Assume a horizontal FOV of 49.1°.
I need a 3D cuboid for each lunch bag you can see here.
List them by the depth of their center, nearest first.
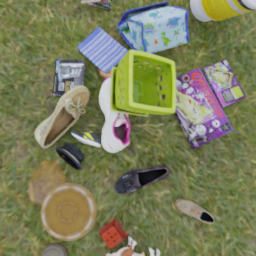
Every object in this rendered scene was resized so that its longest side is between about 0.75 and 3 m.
[{"bbox_3d":[0.862,-3.772,10.423,1.942,2.284,1.456,-19,123,-15],"label":"lunch bag"}]

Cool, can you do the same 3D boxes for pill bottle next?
[{"bbox_3d":[3.612,-4.805,10.081,1.611,2.819,1.611,-4,99,-24],"label":"pill bottle"}]

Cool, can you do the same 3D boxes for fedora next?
[{"bbox_3d":[-1.995,0.951,10.014,1.199,1.199,0.548,36,65,7],"label":"fedora"}]

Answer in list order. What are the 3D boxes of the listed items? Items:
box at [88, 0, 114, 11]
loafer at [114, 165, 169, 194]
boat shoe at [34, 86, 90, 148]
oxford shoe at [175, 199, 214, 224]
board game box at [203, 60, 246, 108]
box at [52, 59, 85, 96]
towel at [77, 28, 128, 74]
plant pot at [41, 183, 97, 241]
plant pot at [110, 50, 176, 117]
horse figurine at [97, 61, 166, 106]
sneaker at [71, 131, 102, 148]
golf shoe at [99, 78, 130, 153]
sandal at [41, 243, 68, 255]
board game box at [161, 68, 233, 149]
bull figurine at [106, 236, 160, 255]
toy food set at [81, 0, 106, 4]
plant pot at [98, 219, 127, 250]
[{"bbox_3d":[-1.098,-5.390,11.663,0.977,0.216,0.783,19,79,4],"label":"box"},{"bbox_3d":[0.478,1.792,9.989,2.076,0.654,0.746,-19,79,-4],"label":"loafer"},{"bbox_3d":[-2.271,-0.368,10.165,2.641,0.968,0.828,-51,38,-1],"label":"boat shoe"},{"bbox_3d":[2.360,2.907,9.822,1.453,0.543,0.512,23,79,4],"label":"oxford shoe"},{"bbox_3d":[3.736,-1.725,10.913,1.016,0.273,1.693,-21,79,-10],"label":"board game box"},{"bbox_3d":[-2.288,-1.927,10.888,1.122,0.354,1.423,2,78,0],"label":"box"},{"bbox_3d":[-1.009,-3.074,10.990,1.296,0.213,1.790,-44,70,-7],"label":"towel"},{"bbox_3d":[-2.129,2.985,9.951,2.021,0.278,2.021,0,79,-1],"label":"plant pot"},{"bbox_3d":[0.368,-1.268,9.062,1.757,1.602,1.765,7,79,-31],"label":"plant pot"},{"bbox_3d":[0.314,-1.773,10.677,1.831,0.689,2.762,-35,76,-14],"label":"horse figurine"},{"bbox_3d":[-1.519,0.337,10.437,1.232,0.459,0.521,24,73,-4],"label":"sneaker"},{"bbox_3d":[-0.366,-0.517,10.012,1.042,1.267,2.768,-2,84,-28],"label":"golf shoe"},{"bbox_3d":[-2.432,5.384,9.186,1.212,0.810,2.967,-2,79,0],"label":"sandal"},{"bbox_3d":[2.583,-0.756,10.662,1.639,0.441,2.730,-25,79,-9],"label":"board game box"},{"bbox_3d":[0.200,4.420,9.492,1.833,0.597,1.113,21,79,4],"label":"bull figurine"},{"bbox_3d":[-1.203,-5.501,11.328,1.057,0.587,1.797,0,65,26],"label":"toy food set"},{"bbox_3d":[-0.544,3.697,9.603,0.759,0.670,0.760,-36,81,-6],"label":"plant pot"}]
